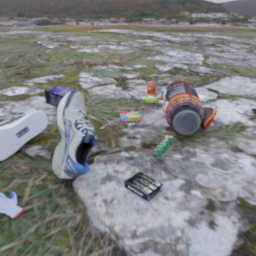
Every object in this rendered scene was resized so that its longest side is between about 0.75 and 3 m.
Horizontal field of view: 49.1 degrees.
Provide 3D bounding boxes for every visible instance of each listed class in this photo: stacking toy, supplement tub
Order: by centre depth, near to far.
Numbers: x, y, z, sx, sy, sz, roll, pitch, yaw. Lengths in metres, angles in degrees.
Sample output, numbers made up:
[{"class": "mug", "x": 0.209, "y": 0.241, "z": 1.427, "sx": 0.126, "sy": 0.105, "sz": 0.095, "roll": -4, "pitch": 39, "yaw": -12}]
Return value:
[{"class": "supplement tub", "x": 2.206, "y": -0.834, "z": 11.349, "sx": 1.516, "sy": 1.516, "sz": 2.834, "roll": 2, "pitch": 28, "yaw": 4}, {"class": "stacking toy", "x": 1.545, "y": -1.768, "z": 14.293, "sx": 1.584, "sy": 0.669, "sz": 1.434, "roll": 9, "pitch": 27, "yaw": 18}]

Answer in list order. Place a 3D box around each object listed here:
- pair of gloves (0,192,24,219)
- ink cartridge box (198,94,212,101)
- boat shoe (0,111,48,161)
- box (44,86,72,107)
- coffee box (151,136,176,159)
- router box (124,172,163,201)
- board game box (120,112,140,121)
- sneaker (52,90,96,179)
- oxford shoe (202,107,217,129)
[{"class": "pair of gloves", "x": -3.389, "y": 2.097, "z": 6.941, "sx": 1.260, "sy": 0.179, "sz": 1.567, "roll": 17, "pitch": 31, "yaw": 30}, {"class": "ink cartridge box", "x": 3.514, "y": -1.449, "z": 14.082, "sx": 1.151, "sy": 0.276, "sz": 0.838, "roll": 22, "pitch": 33, "yaw": 37}, {"class": "boat shoe", "x": -4.197, "y": 0.244, "z": 9.727, "sx": 0.993, "sy": 1.051, "sz": 2.929, "roll": -1, "pitch": 30, "yaw": 39}, {"class": "box", "x": -3.312, "y": -1.527, "z": 13.764, "sx": 1.334, "sy": 0.696, "sz": 0.987, "roll": 19, "pitch": 32, "yaw": 33}, {"class": "coffee box", "x": 1.133, "y": 0.612, "z": 9.075, "sx": 0.832, "sy": 0.183, "sz": 0.512, "roll": -48, "pitch": 15, "yaw": -8}, {"class": "router box", "x": 0.426, "y": 1.620, "z": 7.848, "sx": 0.887, "sy": 0.226, "sz": 0.661, "roll": 23, "pitch": 34, "yaw": 38}, {"class": "board game box", "x": 0.090, "y": -0.500, "z": 12.268, "sx": 0.834, "sy": 0.168, "sz": 0.638, "roll": -3, "pitch": 26, "yaw": -5}, {"class": "sneaker", "x": -1.411, "y": 0.162, "z": 8.277, "sx": 1.146, "sy": 2.689, "sz": 1.036, "roll": -5, "pitch": -12, "yaw": 32}, {"class": "oxford shoe", "x": 3.179, "y": -0.456, "z": 11.504, "sx": 0.651, "sy": 0.639, "sz": 1.795, "roll": 30, "pitch": 24, "yaw": 13}]
